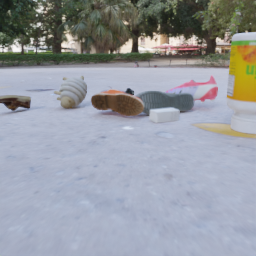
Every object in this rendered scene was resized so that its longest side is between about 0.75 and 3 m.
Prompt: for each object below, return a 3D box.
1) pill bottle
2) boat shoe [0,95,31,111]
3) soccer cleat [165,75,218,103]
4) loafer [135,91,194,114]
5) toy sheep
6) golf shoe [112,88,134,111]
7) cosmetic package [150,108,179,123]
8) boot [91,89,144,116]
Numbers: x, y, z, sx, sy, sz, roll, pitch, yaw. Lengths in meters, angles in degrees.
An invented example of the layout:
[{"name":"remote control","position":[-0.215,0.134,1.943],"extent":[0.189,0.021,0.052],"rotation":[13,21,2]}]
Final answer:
[{"name":"pill bottle","position":[3.710,-1.288,8.147],"extent":[1.530,2.755,1.530],"rotation":[0,15,0]},{"name":"boat shoe","position":[-4.464,-0.955,10.900],"extent":[0.579,0.578,1.606],"rotation":[-4,1,27]},{"name":"soccer cleat","position":[2.354,-1.499,11.811],"extent":[2.733,1.045,0.912],"rotation":[-7,13,15]},{"name":"loafer","position":[1.321,-0.957,10.885],"extent":[2.476,0.931,0.863],"rotation":[1,3,-21]},{"name":"toy sheep","position":[-2.351,-1.590,11.936],"extent":[1.240,1.240,1.798],"rotation":[8,61,27]},{"name":"golf shoe","position":[-0.213,-1.061,11.404],"extent":[1.215,0.472,0.574],"rotation":[-42,-10,-11]},{"name":"cosmetic package","position":[1.240,-0.441,9.604],"extent":[0.907,0.385,0.488],"rotation":[-8,18,-25]},{"name":"boot","position":[-0.213,-1.043,10.326],"extent":[2.093,0.785,1.122],"rotation":[14,28,29]}]
